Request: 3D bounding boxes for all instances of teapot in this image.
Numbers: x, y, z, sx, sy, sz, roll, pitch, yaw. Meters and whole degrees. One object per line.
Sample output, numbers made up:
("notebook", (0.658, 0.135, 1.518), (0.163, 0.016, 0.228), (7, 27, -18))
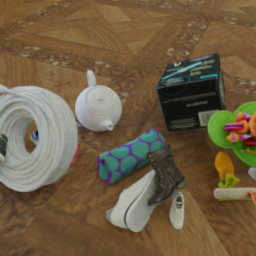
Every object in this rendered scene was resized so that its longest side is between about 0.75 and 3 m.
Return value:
("teapot", (-1.008, -0.832, 9.660), (1.771, 1.294, 1.748), (26, 65, 3))

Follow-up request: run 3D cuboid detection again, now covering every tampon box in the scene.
("tampon box", (2.243, -1.260, 9.566), (1.910, 1.609, 2.549), (-8, 27, 23))

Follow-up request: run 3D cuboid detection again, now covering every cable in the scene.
("cable", (-2.810, 0.287, 7.935), (2.910, 2.911, 1.008), (7, -1, 25))

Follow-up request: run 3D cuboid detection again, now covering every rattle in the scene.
("rattle", (2.909, 1.252, 7.065), (1.283, 1.971, 1.408), (14, 78, 10))

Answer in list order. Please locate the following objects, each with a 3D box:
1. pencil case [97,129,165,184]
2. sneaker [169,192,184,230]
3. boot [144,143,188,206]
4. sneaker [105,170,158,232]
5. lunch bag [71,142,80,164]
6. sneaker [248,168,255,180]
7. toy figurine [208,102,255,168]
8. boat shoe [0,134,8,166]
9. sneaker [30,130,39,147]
("pencil case", (0.077, 0.805, 8.532), (2.129, 0.906, 0.984), (-25, 49, -26))
("sneaker", (1.265, 2.124, 7.165), (0.364, 0.383, 0.952), (-1, 85, -2))
("boot", (0.775, 1.172, 7.118), (1.394, 0.483, 1.213), (-32, 90, -28))
("sneaker", (0.357, 1.753, 7.582), (0.938, 0.890, 2.331), (-6, 21, 42))
("lunch bag", (-2.106, 0.664, 8.904), (1.094, 0.448, 0.964), (13, 30, -7))
("sneaker", (4.138, 1.401, 8.285), (1.128, 0.417, 0.462), (23, 41, 11))
("toy figurine", (3.799, -0.041, 7.113), (2.630, 2.421, 1.974), (10, 79, -12))
("boat shoe", (-4.303, 0.748, 7.560), (2.424, 0.871, 0.820), (-14, 55, 17))
("sneaker", (-2.588, 0.390, 8.289), (0.838, 0.345, 0.310), (44, 16, 20))
